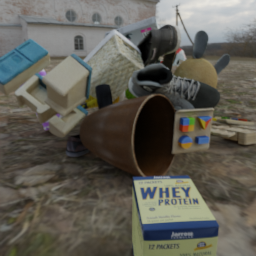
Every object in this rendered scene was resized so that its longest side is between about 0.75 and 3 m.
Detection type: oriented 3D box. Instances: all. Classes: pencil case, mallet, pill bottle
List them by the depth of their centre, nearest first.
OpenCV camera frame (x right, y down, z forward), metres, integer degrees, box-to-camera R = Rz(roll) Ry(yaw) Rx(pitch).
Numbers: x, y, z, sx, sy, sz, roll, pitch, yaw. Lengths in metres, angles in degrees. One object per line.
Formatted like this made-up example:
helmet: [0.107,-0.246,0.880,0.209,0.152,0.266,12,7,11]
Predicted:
mallet: [-1.072,-0.577,7.954,0.415,0.664,2.015,-5,-14,-38]
pencil case: [-2.947,-1.118,9.279,1.054,2.466,1.035,-17,14,43]
pill bottle: [-0.988,-1.472,9.759,2.580,1.451,1.451,-11,20,-14]

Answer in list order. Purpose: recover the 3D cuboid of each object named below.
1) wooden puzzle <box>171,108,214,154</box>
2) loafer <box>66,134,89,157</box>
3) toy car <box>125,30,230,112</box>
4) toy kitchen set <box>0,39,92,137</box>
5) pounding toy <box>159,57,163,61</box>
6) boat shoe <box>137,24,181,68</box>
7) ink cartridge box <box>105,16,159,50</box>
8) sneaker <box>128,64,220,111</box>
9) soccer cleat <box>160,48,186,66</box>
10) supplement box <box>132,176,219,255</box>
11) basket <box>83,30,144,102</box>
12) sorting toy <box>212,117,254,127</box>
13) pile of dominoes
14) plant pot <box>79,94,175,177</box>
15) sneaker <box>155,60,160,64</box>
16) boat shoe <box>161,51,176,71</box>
wooden puzzle: [1.572,0.108,6.671,1.045,1.128,0.261,-5,22,-21]
loafer: [-1.128,0.306,8.140,0.647,0.567,1.801,8,18,26]
toy car: [1.734,-1.343,8.280,2.282,2.778,2.192,30,8,-31]
toy kitchen set: [-2.117,-1.542,7.129,2.928,2.346,1.725,37,60,10]
pounding toy: [1.046,-2.935,12.801,1.092,0.507,0.843,-8,20,-5]
boat shoe: [0.512,-2.190,8.025,0.779,0.914,2.735,-7,-4,-20]
ink cartridge box: [0.285,-2.720,9.170,1.691,1.467,0.368,-13,56,16]
sneaker: [1.102,-0.896,6.378,2.241,0.841,1.294,9,-8,2]
soccer cleat: [1.745,-2.673,11.269,0.479,0.595,1.397,-41,9,-36]
supplement box: [0.498,1.401,3.549,0.804,1.196,1.197,-1,17,-5]
basket: [-0.484,-1.614,7.827,1.144,1.687,1.041,29,32,-39]
sorting toy: [3.582,-0.303,10.097,1.516,0.203,1.129,7,7,-6]
pile of dominoes: [2.948,0.142,9.291,1.910,0.390,2.450,-6,11,-31]
plant pot: [-0.145,0.153,6.790,2.050,1.916,1.916,4,16,37]
sneaker: [-0.052,-2.550,10.945,2.529,0.987,1.077,-2,34,-28]
boat shoe: [1.151,-1.886,8.016,0.370,1.030,0.350,26,35,3]
